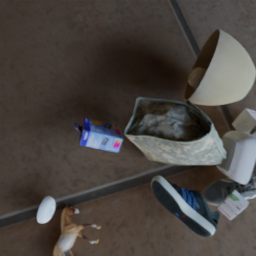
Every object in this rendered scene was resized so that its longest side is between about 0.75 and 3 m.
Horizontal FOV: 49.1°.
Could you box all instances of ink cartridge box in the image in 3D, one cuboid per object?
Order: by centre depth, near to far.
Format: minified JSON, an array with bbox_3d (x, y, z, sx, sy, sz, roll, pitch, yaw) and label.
[{"bbox_3d":[3.489,2.583,9.353,0.599,0.820,0.346,44,33,17],"label":"ink cartridge box"},{"bbox_3d":[4.964,0.335,10.083,1.488,0.859,2.038,11,37,-26],"label":"ink cartridge box"},{"bbox_3d":[-1.131,0.224,10.101,1.689,1.152,0.645,12,112,-16],"label":"ink cartridge box"}]

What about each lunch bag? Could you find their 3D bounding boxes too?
[{"bbox_3d":[1.728,0.242,9.407,2.897,2.376,1.703,9,68,31],"label":"lunch bag"}]

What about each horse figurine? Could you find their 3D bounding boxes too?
[{"bbox_3d":[-1.930,4.029,9.577,1.619,0.610,2.442,14,76,16],"label":"horse figurine"}]

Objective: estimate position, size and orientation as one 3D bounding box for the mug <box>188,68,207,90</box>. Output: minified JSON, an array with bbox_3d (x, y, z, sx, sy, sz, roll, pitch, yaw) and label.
[{"bbox_3d":[2.678,-1.723,10.372,0.950,1.157,0.926,24,75,-21],"label":"mug"}]

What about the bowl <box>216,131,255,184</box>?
[{"bbox_3d":[3.666,0.938,9.764,0.636,1.705,1.702,12,98,-8],"label":"bowl"}]

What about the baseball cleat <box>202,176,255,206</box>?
[{"bbox_3d":[4.014,2.016,9.744,2.818,1.500,0.983,-13,65,1],"label":"baseball cleat"}]

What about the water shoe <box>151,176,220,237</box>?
[{"bbox_3d":[1.909,2.465,9.471,2.648,0.947,1.045,45,53,1],"label":"water shoe"}]

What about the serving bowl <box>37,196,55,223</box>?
[{"bbox_3d":[-2.782,2.867,9.719,0.307,0.933,0.933,13,70,12],"label":"serving bowl"}]

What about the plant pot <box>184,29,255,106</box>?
[{"bbox_3d":[3.513,-1.949,10.399,1.866,2.780,2.780,22,71,-3],"label":"plant pot"}]
